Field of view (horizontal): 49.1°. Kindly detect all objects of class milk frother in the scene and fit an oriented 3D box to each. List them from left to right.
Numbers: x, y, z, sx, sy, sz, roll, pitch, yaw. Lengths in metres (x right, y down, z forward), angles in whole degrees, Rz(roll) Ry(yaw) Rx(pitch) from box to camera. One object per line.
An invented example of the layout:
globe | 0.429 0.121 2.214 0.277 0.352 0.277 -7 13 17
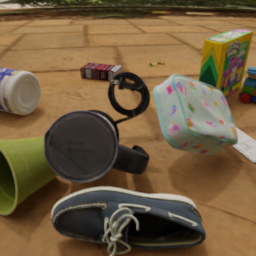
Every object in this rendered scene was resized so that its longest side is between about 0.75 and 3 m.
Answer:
milk frother | -0.526 -0.195 6.346 2.165 2.399 2.256 2 4 -2

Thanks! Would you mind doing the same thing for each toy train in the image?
toy train | 5.392 -1.435 10.403 2.254 1.304 0.954 22 36 34

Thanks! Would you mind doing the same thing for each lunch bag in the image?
lunch bag | 1.780 -0.342 7.291 2.403 0.926 1.927 10 57 -41

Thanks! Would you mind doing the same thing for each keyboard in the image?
keyboard | 3.221 0.250 8.567 0.729 0.138 2.591 -10 30 -17

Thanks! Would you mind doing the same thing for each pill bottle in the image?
pill bottle | -4.655 -1.408 10.123 2.569 1.537 1.537 11 31 19

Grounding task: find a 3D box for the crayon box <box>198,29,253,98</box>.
crayon box | 3.822 -2.452 11.087 0.816 2.415 2.799 23 36 35

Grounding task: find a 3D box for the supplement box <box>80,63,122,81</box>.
supplement box | -1.293 -2.697 13.481 1.775 0.540 0.966 10 31 15

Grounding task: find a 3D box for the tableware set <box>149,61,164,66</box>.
tableware set | 1.563 -3.534 15.432 0.866 0.133 0.583 -3 29 -7

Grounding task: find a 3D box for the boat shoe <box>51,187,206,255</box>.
boat shoe | -0.016 1.744 5.021 2.763 1.035 0.854 7 17 -6

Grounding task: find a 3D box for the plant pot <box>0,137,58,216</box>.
plant pot | -2.324 0.842 6.282 1.634 1.634 1.551 18 22 29
